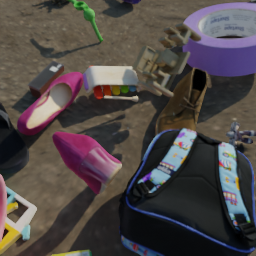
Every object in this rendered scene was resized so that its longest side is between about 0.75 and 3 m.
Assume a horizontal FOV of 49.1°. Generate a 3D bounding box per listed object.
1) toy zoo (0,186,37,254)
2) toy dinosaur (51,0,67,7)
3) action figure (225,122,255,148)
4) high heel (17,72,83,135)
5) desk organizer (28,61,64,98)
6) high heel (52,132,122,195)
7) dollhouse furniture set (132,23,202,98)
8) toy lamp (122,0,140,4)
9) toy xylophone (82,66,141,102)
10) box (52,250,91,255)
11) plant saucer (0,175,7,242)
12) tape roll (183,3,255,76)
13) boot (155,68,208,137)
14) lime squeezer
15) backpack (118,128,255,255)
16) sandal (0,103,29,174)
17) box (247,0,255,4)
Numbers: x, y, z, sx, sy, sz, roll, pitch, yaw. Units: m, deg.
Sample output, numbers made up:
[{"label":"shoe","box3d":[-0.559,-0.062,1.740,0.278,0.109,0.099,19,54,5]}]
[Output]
[{"label":"toy zoo","box3d":[-2.683,1.779,5.687,1.707,0.175,1.120,27,58,18]},{"label":"toy dinosaur","box3d":[-2.622,-4.897,10.497,1.296,0.499,0.663,10,40,16]},{"label":"action figure","box3d":[2.537,0.192,6.433,0.945,0.615,0.328,8,9,-34]},{"label":"high heel","box3d":[-1.792,-0.677,6.832,2.211,0.745,1.060,-42,19,-23]},{"label":"desk organizer","box3d":[-2.235,-1.334,7.816,0.400,0.429,1.115,23,57,16]},{"label":"high heel","box3d":[-0.754,0.643,5.159,1.110,2.315,0.780,37,82,4]},{"label":"dollhouse furniture set","box3d":[1.014,-1.486,6.898,1.129,1.699,1.489,27,89,-25]},{"label":"toy lamp","box3d":[-0.433,-5.568,10.747,0.797,0.797,2.737,-29,56,-19]},{"label":"toy xylophone","box3d":[-0.361,-1.150,7.389,1.636,0.411,1.198,4,61,-22]},{"label":"box","box3d":[-1.321,2.516,4.390,1.541,0.373,0.904,-6,60,-5]},{"label":"plant saucer","box3d":[-2.548,1.618,4.463,0.494,1.950,1.950,5,54,-3]},{"label":"tape roll","box3d":[2.971,-2.644,8.139,2.733,0.897,2.733,-7,43,7]},{"label":"boot","box3d":[1.330,-0.409,6.740,0.966,0.990,2.625,22,57,-2]},{"label":"lime squeezer","box3d":[-1.395,-3.654,8.820,0.372,0.697,1.973,-43,92,-7]},{"label":"backpack","box3d":[1.146,1.195,5.218,2.202,1.623,2.412,18,39,11]},{"label":"sandal","box3d":[-3.336,-0.101,6.799,2.824,0.605,1.074,38,62,25]},{"label":"box","box3d":[5.442,-3.310,9.100,2.371,0.733,2.970,-23,57,-14]}]
